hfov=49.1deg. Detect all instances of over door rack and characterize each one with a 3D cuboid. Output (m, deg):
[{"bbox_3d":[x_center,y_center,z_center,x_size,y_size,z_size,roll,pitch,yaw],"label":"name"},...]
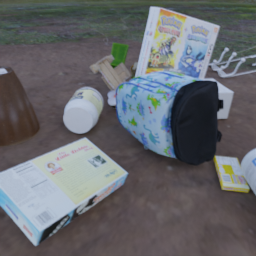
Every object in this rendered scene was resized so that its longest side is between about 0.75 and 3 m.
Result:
[{"bbox_3d":[5.171,-3.019,12.878,2.696,0.898,1.992,-2,30,-4],"label":"over door rack"}]

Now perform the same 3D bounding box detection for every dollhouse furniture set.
[{"bbox_3d":[-0.599,-1.406,9.217,0.917,1.601,1.877,-32,11,28],"label":"dollhouse furniture set"},{"bbox_3d":[0.259,-2.482,11.054,1.889,1.237,0.948,10,75,2],"label":"dollhouse furniture set"}]

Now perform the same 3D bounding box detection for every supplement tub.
[{"bbox_3d":[2.907,1.100,5.492,0.915,0.915,1.387,-2,30,-3],"label":"supplement tub"},{"bbox_3d":[-1.314,-0.524,8.291,0.986,0.986,1.360,3,29,5],"label":"supplement tub"}]

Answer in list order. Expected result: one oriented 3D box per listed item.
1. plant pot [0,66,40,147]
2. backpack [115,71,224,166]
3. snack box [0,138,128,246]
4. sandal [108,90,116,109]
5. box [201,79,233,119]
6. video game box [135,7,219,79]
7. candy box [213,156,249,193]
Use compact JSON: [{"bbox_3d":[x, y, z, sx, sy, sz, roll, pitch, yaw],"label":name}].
[{"bbox_3d":[-3.456,-0.696,7.751,1.708,1.828,1.708,0,29,0],"label":"plant pot"},{"bbox_3d":[0.834,-0.445,6.947,1.989,2.110,2.587,-15,33,-11],"label":"backpack"},{"bbox_3d":[-1.159,0.992,5.179,1.287,0.411,2.215,38,34,22],"label":"snack box"},{"bbox_3d":[-0.284,-0.984,9.525,0.705,0.527,1.839,-32,18,5],"label":"sandal"},{"bbox_3d":[2.181,-0.924,8.928,1.714,0.912,1.305,-3,29,-13],"label":"box"},{"bbox_3d":[1.653,-2.471,9.397,2.653,2.417,0.621,1,19,-32],"label":"video game box"},{"bbox_3d":[2.307,1.018,6.347,0.561,0.145,1.097,8,30,2],"label":"candy box"}]
